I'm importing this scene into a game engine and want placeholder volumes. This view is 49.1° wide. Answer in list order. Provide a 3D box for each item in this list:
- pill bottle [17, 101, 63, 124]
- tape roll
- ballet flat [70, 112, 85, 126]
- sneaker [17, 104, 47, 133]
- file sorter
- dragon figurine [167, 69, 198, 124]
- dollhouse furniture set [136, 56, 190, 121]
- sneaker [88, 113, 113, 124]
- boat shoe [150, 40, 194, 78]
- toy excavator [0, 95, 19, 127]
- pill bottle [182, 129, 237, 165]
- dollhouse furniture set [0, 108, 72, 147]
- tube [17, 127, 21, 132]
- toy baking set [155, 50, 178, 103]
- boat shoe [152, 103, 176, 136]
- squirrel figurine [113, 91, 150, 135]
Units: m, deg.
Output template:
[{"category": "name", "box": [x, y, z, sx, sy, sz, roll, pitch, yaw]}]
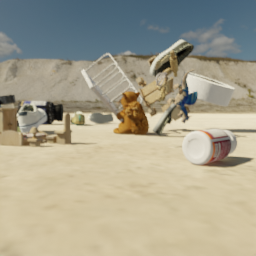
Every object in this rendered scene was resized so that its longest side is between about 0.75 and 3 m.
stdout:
[{"category": "pill bottle", "box": [-5.073, -0.876, 16.347, 2.436, 1.363, 1.363, 0, 4, -6]}, {"category": "tape roll", "box": [3.247, -1.633, 11.649, 2.185, 0.764, 2.185, 16, 17, -5]}, {"category": "ballet flat", "box": [-2.866, -0.551, 16.064, 0.822, 0.822, 2.324, -1, 4, -16]}, {"category": "sneaker", "box": [-3.674, -0.544, 10.812, 0.881, 0.854, 2.412, -8, 17, -9]}, {"category": "file sorter", "box": [-0.575, -1.611, 11.184, 1.327, 2.132, 1.479, -37, 42, 5]}, {"category": "dragon figurine", "box": [2.135, -1.186, 10.353, 1.036, 2.083, 0.613, 3, 25, -34]}, {"category": "dollhouse furniture set", "box": [1.401, -1.595, 12.303, 1.399, 2.699, 1.195, -31, -29, 23]}, {"category": "sneaker", "box": [-1.763, -0.516, 17.090, 0.758, 0.720, 1.884, -9, -8, 40]}, {"category": "boat shoe", "box": [1.770, -2.767, 11.320, 0.667, 2.096, 0.741, 39, -11, 42]}, {"category": "toy excavator", "box": [-6.404, -0.453, 11.694, 2.941, 1.469, 2.860, -14, 11, -37]}, {"category": "pill bottle", "box": [1.509, 0.317, 5.070, 1.064, 0.583, 0.583, -4, 6, -44]}, {"category": "dollhouse furniture set", "box": [-2.745, -0.053, 7.629, 2.179, 0.964, 1.129, 2, 4, 21]}, {"category": "tube", "box": [-4.572, 0.075, 11.211, 0.891, 0.231, 0.259, -8, -30, -33]}, {"category": "toy baking set", "box": [1.276, -1.692, 9.080, 0.231, 1.522, 1.983, 15, -28, 22]}, {"category": "boat shoe", "box": [1.294, -0.281, 9.435, 0.377, 1.184, 0.418, 36, 14, 9]}, {"category": "squirrel figurine", "box": [0.203, -0.565, 10.325, 1.205, 1.589, 1.702, -2, 4, -24]}]
